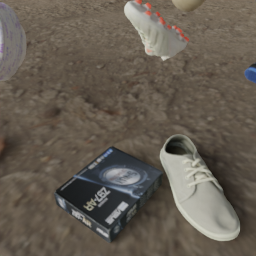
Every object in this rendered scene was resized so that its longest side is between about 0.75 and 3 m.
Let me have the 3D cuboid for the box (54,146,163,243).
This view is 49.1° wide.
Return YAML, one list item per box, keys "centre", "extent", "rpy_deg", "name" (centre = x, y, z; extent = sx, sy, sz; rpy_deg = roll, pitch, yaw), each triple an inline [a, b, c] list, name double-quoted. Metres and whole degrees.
- centre: [-0.402, 1.388, 6.469]
  extent: [1.608, 0.437, 2.007]
  rpy_deg: [25, 43, 29]
  name: "box"

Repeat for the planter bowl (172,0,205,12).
- centre: [1.682, -3.610, 7.271]
  extent: [0.998, 0.998, 0.672]
  rpy_deg: [-10, 14, -13]
  name: "planter bowl"

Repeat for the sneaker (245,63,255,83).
- centre: [2.311, -0.758, 4.425]
  extent: [0.343, 0.309, 0.881]
  rpy_deg: [-38, 65, -19]
  name: "sneaker"

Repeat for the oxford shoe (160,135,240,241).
- centre: [1.512, 1.184, 6.424]
  extent: [1.102, 0.846, 2.930]
  rpy_deg: [-7, 39, -15]
  name: "oxford shoe"

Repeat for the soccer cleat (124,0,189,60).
- centre: [0.584, -2.049, 6.256]
  extent: [2.226, 0.863, 0.771]
  rpy_deg: [7, 46, -53]
  name: "soccer cleat"

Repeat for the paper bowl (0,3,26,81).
- centre: [-3.632, -2.339, 7.648]
  extent: [2.099, 2.099, 1.092]
  rpy_deg: [24, 19, 29]
  name: "paper bowl"
